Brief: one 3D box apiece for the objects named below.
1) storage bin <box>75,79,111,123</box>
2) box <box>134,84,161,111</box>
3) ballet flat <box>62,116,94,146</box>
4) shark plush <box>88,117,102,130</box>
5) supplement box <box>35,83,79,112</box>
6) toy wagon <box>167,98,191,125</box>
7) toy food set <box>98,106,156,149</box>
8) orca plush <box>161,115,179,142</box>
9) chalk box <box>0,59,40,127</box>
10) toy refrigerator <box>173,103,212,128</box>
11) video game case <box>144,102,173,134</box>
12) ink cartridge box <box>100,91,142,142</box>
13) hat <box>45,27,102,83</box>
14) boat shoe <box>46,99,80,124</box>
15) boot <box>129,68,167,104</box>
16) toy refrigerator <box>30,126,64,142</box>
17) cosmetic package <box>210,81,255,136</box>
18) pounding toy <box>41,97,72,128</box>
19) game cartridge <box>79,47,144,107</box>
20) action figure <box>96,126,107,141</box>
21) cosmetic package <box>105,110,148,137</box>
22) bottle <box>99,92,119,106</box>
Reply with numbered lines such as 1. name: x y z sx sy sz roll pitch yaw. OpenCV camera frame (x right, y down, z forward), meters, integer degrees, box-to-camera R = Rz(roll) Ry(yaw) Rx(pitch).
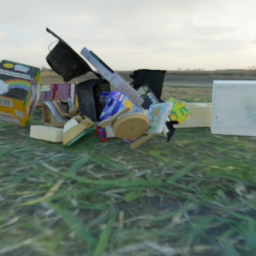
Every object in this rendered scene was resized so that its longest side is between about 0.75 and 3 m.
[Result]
1. storage bin: -1.365 -1.036 11.619 0.864 1.842 1.246 7 24 31
2. box: 0.506 -0.921 11.526 1.462 0.446 1.814 -30 42 5
3. ballet flat: -1.769 0.034 9.335 0.791 0.727 2.306 -36 3 11
4. shark plush: -1.485 -0.185 10.898 1.349 0.562 0.613 2 10 11
5. supplement box: -3.747 -1.640 15.214 2.431 1.341 1.041 -1 -9 4
6. toy wagon: 1.716 -0.654 10.105 0.846 1.090 0.216 -26 -19 2
7. toy food set: 0.036 -0.079 7.845 1.148 0.334 1.663 -32 -41 19
8. orca plush: 1.273 -0.186 8.548 0.581 0.861 1.636 -13 15 -1
9. chalk box: -4.493 -1.590 11.306 1.585 1.574 2.540 13 48 -6
10. toy refrigerator: 2.709 -0.595 11.909 2.764 0.967 1.049 -2 12 -9
11. video game case: 0.790 -0.278 8.151 0.115 0.953 1.047 31 -14 -24
12. ink cartridge box: -0.225 -0.414 8.954 0.585 1.531 1.045 -22 35 43
13. hat: -2.339 -2.438 10.809 2.967 1.197 2.967 41 2 -2
14. boat shoe: -2.130 -0.643 9.450 0.715 0.714 1.975 -33 -6 0
15. boot: 1.410 -1.522 12.923 2.853 2.338 1.056 7 12 16
16. toy refrigerator: -2.706 0.207 9.456 1.259 0.441 0.478 8 5 33
17. cosmetic package: 4.113 -0.763 10.430 1.906 1.912 1.175 3 12 14
18. pounding toy: -3.005 -0.722 11.841 0.885 1.245 1.147 -9 15 -37
19. game cartridge: -0.631 -1.966 10.525 2.661 0.511 1.725 47 3 34
20. action figure: -0.818 0.127 9.972 0.590 0.389 1.191 -11 16 -16
21. cosmetic package: -0.017 -0.163 10.072 1.594 0.839 0.567 -10 3 -34
22. bottle: -1.116 -1.661 16.643 1.222 0.955 2.925 16 0 -29
